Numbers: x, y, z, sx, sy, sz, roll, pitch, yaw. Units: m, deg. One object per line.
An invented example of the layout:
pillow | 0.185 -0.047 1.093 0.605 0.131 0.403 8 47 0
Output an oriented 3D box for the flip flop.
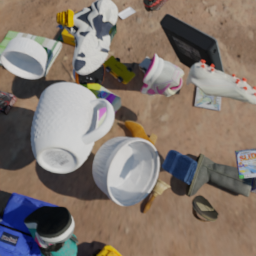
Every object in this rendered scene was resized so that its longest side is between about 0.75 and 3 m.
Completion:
flip flop | 1.737 1.935 6.509 0.444 1.541 0.625 -36 66 10

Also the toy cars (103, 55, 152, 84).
toy cars | 0.369 -2.418 12.214 2.912 0.645 1.305 1 74 -3

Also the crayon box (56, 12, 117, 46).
crayon box | -1.989 -4.528 13.204 2.504 0.646 1.574 19 66 9

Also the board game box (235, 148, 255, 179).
board game box | 3.600 0.947 7.743 1.141 0.197 0.772 -9 95 10

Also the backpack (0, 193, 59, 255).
backpack | -3.277 3.389 8.649 1.942 2.005 2.389 13 68 14

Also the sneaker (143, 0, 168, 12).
sneaker | 1.198 -4.843 10.531 1.473 0.720 0.521 -31 78 -8

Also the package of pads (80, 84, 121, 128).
package of pads | -1.743 -0.684 11.224 1.907 0.842 2.468 33 68 15

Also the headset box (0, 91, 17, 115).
headset box | -5.172 -1.081 11.693 0.690 0.348 0.929 20 66 10

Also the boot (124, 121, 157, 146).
boot | 0.306 0.448 10.835 1.512 0.532 1.082 29 63 7

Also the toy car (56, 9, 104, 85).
toy car | -1.648 -2.742 9.758 0.910 2.733 1.341 17 37 37

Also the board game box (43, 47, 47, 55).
board game box | -4.393 -3.142 12.359 1.680 0.252 0.802 -6 63 2

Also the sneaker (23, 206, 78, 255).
sneaker | -1.734 2.808 6.959 1.001 2.394 1.446 -36 103 -32

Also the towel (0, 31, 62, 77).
towel | -4.656 -3.422 12.874 2.739 0.420 2.043 15 63 10

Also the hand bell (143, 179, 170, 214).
hand bell | 0.896 2.469 9.944 0.663 0.663 1.273 29 80 13

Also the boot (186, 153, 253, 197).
boot | 3.293 2.005 10.075 2.062 0.748 1.875 26 69 5

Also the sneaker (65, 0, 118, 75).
sneaker | -1.511 -2.939 9.292 1.751 1.074 2.691 5 77 43

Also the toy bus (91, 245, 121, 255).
toy bus | -0.990 4.632 7.736 1.783 2.523 2.628 40 69 19

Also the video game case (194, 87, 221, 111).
video game case | 3.415 -1.310 11.928 1.058 0.128 1.161 11 65 5

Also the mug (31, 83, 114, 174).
mug | -1.573 -0.019 8.119 2.577 1.902 2.259 -20 42 18

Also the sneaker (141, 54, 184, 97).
sneaker | 1.001 -1.300 8.070 1.020 2.312 0.941 24 92 3

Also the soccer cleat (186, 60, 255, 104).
soccer cleat | 2.693 -1.156 7.983 2.128 0.825 0.737 26 39 1

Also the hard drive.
hard drive | 2.342 -2.617 9.810 2.020 2.895 0.476 40 94 26

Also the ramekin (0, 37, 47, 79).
ramekin | -3.089 -2.105 8.433 1.288 1.288 0.628 6 63 3

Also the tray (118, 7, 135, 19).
tray | -0.079 -5.751 14.107 0.839 0.093 0.451 -36 68 -16

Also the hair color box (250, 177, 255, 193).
hair color box | 5.419 2.129 9.756 1.872 1.023 0.607 18 65 8

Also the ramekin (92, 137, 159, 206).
ramekin | -0.118 1.201 8.341 1.046 1.993 1.993 16 58 49

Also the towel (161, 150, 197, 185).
towel | 1.371 1.016 7.510 0.282 1.163 0.649 24 92 -26
